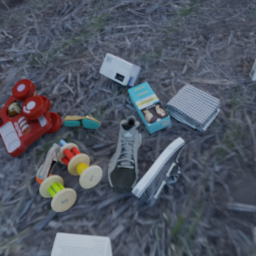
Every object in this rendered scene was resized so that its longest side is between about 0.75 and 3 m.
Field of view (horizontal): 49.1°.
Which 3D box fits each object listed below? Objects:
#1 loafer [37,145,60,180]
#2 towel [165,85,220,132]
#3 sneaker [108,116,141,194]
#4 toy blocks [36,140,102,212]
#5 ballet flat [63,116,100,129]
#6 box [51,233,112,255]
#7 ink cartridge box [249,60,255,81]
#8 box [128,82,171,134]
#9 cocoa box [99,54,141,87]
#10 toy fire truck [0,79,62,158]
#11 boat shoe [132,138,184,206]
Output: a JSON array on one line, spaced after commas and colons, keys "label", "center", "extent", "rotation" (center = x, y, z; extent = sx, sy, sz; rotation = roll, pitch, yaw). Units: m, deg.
[{"label": "loafer", "center": [-2.556, 1.174, 9.369], "extent": [0.399, 0.456, 1.269], "rotation": [14, 63, 24]}, {"label": "towel", "center": [2.703, -0.855, 11.573], "extent": [1.855, 0.794, 1.536], "rotation": [33, 62, 26]}, {"label": "sneaker", "center": [-0.119, 0.708, 9.682], "extent": [1.060, 1.631, 2.825], "rotation": [4, 48, 5]}, {"label": "toy blocks", "center": [-2.283, 1.452, 9.554], "extent": [1.951, 0.850, 2.341], "rotation": [-39, 46, -18]}, {"label": "ballet flat", "center": [-1.845, -0.294, 11.304], "extent": [1.557, 0.534, 0.491], "rotation": [5, 40, 5]}, {"label": "box", "center": [-1.187, 3.519, 7.345], "extent": [1.420, 1.412, 0.928], "rotation": [4, 49, 3]}, {"label": "ink cartridge box", "center": [6.796, -2.755, 13.206], "extent": [1.762, 0.960, 0.444], "rotation": [-2, 48, -1]}, {"label": "box", "center": [0.846, -0.881, 11.699], "extent": [0.939, 0.561, 2.282], "rotation": [-24, 51, -4]}, {"label": "cocoa box", "center": [-0.359, -2.637, 12.879], "extent": [1.470, 0.980, 0.965], "rotation": [30, 17, 24]}, {"label": "toy fire truck", "center": [-4.125, -0.430, 10.959], "extent": [2.261, 1.510, 2.692], "rotation": [-38, 57, -4]}, {"label": "boat shoe", "center": [1.290, 1.453, 9.478], "extent": [0.929, 0.983, 2.741], "rotation": [38, 55, 11]}]
